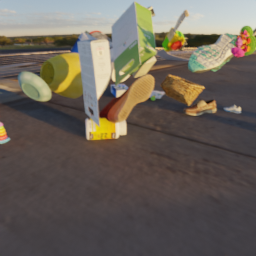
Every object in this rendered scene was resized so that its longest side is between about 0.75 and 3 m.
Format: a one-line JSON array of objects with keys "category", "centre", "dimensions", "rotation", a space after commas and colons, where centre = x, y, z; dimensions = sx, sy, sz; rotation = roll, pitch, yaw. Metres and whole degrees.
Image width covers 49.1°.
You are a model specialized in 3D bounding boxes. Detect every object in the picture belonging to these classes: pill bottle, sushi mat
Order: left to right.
[{"category": "sushi mat", "centre": [-1.988, -3.672, 12.247], "dimensions": [0.522, 1.091, 0.066], "rotation": [44, 16, 2]}, {"category": "pill bottle", "centre": [-0.847, 0.016, 10.522], "dimensions": [1.486, 0.812, 0.812], "rotation": [-3, 21, -8]}, {"category": "pill bottle", "centre": [-1.040, -3.376, 13.302], "dimensions": [1.524, 1.524, 2.631], "rotation": [-18, 53, -39]}]

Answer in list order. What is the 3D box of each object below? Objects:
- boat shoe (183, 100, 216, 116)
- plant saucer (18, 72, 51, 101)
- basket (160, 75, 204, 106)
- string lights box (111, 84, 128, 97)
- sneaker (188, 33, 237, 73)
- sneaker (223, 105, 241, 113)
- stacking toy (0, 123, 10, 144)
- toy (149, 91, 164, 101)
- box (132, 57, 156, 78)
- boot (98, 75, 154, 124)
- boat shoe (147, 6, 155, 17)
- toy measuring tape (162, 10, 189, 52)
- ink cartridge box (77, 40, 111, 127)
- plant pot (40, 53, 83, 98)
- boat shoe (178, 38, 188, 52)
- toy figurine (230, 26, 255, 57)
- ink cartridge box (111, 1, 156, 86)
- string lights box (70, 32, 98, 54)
[{"category": "boat shoe", "centre": [3.434, -1.022, 13.454], "dimensions": [1.839, 0.660, 0.696], "rotation": [-11, 23, -26]}, {"category": "plant saucer", "centre": [-2.903, -1.180, 8.518], "dimensions": [1.152, 1.152, 0.222], "rotation": [9, 50, 23]}, {"category": "basket", "centre": [1.712, -1.381, 9.025], "dimensions": [0.834, 0.799, 1.120], "rotation": [-49, 46, -6]}, {"category": "string lights box", "centre": [-0.454, -2.193, 16.750], "dimensions": [0.861, 0.494, 1.676], "rotation": [-6, 22, -14]}, {"category": "sneaker", "centre": [2.818, -2.221, 9.280], "dimensions": [2.322, 1.059, 0.901], "rotation": [-31, 64, -26]}, {"category": "sneaker", "centre": [5.113, -0.958, 13.737], "dimensions": [0.820, 0.355, 0.307], "rotation": [11, 25, 30]}, {"category": "stacking toy", "centre": [-4.752, 0.007, 10.182], "dimensions": [0.582, 1.061, 0.616], "rotation": [14, 22, 32]}, {"category": "toy", "centre": [1.586, -1.798, 15.979], "dimensions": [0.788, 0.323, 1.368], "rotation": [10, 22, 18]}, {"category": "box", "centre": [0.727, -3.268, 14.428], "dimensions": [0.771, 0.641, 1.876], "rotation": [-20, -6, -18]}, {"category": "boot", "centre": [-0.125, -0.936, 8.688], "dimensions": [1.811, 0.655, 1.506], "rotation": [-51, 26, -12]}, {"category": "boat shoe", "centre": [0.562, -5.218, 13.446], "dimensions": [1.536, 0.519, 0.552], "rotation": [-27, 34, 10]}, {"category": "toy measuring tape", "centre": [1.644, -3.018, 8.914], "dimensions": [0.642, 0.642, 1.746], "rotation": [-10, -21, -23]}, {"category": "ink cartridge box", "centre": [-0.944, -1.366, 8.073], "dimensions": [0.641, 2.247, 1.827], "rotation": [-14, 21, -17]}, {"category": "plant pot", "centre": [-2.475, -1.964, 10.318], "dimensions": [1.725, 1.725, 1.224], "rotation": [17, 14, 37]}, {"category": "boat shoe", "centre": [2.809, -4.199, 14.144], "dimensions": [0.312, 0.332, 0.923], "rotation": [28, 61, 12]}, {"category": "toy figurine", "centre": [3.007, -2.217, 7.431], "dimensions": [0.605, 0.806, 0.742], "rotation": [17, 38, 34]}, {"category": "ink cartridge box", "centre": [0.187, -2.944, 10.212], "dimensions": [0.852, 2.874, 1.492], "rotation": [16, -32, -36]}, {"category": "string lights box", "centre": [-2.026, -2.852, 12.165], "dimensions": [1.172, 2.281, 0.673], "rotation": [8, 37, -50]}]
